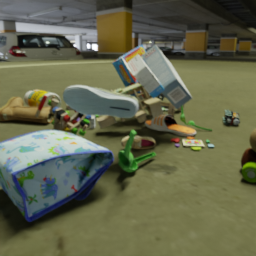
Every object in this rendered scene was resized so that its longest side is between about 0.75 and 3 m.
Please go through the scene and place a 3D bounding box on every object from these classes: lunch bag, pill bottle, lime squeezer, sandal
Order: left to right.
[{"bbox_3d":[-4.436,-1.349,14.309,1.978,1.115,1.115,16,24,40],"label":"pill bottle"},{"bbox_3d":[-1.851,0.877,6.906,2.386,1.521,2.029,-25,29,-34],"label":"lunch bag"},{"bbox_3d":[0.163,0.808,7.658,0.967,0.517,2.739,-27,-22,7],"label":"lime squeezer"},{"bbox_3d":[1.761,-0.217,11.591,2.292,0.657,0.878,13,22,35],"label":"sandal"},{"bbox_3d":[2.614,-0.353,11.737,0.664,1.881,0.355,-42,-8,-12],"label":"lime squeezer"}]

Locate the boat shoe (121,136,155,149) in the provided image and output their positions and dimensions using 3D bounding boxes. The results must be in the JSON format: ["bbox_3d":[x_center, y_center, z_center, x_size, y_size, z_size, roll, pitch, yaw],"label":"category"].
[{"bbox_3d":[0.375,0.515,9.704,1.215,0.448,0.420,-4,13,-14],"label":"boat shoe"}]

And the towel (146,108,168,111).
[{"bbox_3d":[1.655,-1.048,14.975,1.300,0.152,0.992,-4,20,-16],"label":"towel"}]

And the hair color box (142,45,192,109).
[{"bbox_3d":[1.509,-2.092,11.255,0.792,1.293,2.611,-35,43,18],"label":"hair color box"}]

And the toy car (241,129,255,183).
[{"bbox_3d":[3.933,0.454,7.657,1.444,1.830,1.503,10,20,27],"label":"toy car"}]

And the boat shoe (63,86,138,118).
[{"bbox_3d":[-0.766,-0.747,8.140,2.217,0.798,0.688,14,20,6],"label":"boat shoe"}]

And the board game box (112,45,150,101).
[{"bbox_3d":[0.485,-2.483,12.823,0.595,2.086,2.130,-18,19,38],"label":"board game box"}]

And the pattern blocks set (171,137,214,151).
[{"bbox_3d":[2.327,0.560,10.112,1.362,0.110,1.197,-2,19,-8],"label":"pattern blocks set"}]

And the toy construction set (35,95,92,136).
[{"bbox_3d":[-2.293,-0.099,9.512,1.820,1.399,1.518,30,18,-4],"label":"toy construction set"}]

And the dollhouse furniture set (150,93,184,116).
[{"bbox_3d":[2.010,-1.195,14.308,1.174,1.167,1.666,11,-3,32],"label":"dollhouse furniture set"}]

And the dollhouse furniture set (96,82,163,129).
[{"bbox_3d":[-0.152,-0.829,10.465,2.252,1.252,1.992,-23,18,-7],"label":"dollhouse furniture set"}]

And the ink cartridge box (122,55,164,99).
[{"bbox_3d":[0.482,-1.712,8.885,0.492,1.477,0.855,-37,41,12],"label":"ink cartridge box"}]

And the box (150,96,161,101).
[{"bbox_3d":[1.131,-1.985,15.797,1.415,1.392,0.831,4,18,12],"label":"box"}]

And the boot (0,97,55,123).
[{"bbox_3d":[-4.608,-0.822,13.349,2.444,0.808,2.140,1,31,7],"label":"boot"}]

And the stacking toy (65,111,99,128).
[{"bbox_3d":[-2.252,-0.513,12.746,1.682,0.524,2.231,0,18,1],"label":"stacking toy"}]

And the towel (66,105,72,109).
[{"bbox_3d":[-2.388,-1.490,15.995,2.092,0.353,2.190,-2,18,-7],"label":"towel"}]

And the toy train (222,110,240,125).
[{"bbox_3d":[4.673,-0.454,12.644,0.701,0.524,1.230,14,21,11],"label":"toy train"}]
